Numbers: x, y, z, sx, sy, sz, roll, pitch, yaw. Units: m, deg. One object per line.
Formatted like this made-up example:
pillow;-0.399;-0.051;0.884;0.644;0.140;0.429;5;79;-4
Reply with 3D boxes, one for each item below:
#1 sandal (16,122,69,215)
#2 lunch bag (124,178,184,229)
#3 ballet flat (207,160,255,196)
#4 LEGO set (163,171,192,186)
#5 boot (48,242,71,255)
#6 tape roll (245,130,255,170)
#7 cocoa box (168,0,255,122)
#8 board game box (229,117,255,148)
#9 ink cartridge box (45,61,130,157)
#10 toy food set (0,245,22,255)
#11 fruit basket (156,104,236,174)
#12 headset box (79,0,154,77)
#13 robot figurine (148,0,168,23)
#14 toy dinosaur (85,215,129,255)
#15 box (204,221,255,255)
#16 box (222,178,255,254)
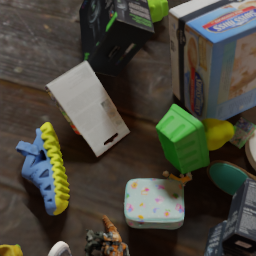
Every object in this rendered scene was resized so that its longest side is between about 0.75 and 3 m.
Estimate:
sandal;-2.226;1.095;7.285;1.095;1.000;2.516;-18;58;-8
lunch bag;0.620;1.892;6.919;1.498;0.577;1.202;0;52;5
ballet flat;3.013;1.418;7.179;2.245;0.812;0.761;25;108;3
LEGO set;1.282;1.368;7.351;0.829;0.308;0.381;5;44;-16
boot;-1.241;3.026;5.999;0.694;1.536;0.559;24;49;22
tape roll;4.234;0.612;7.787;1.840;0.336;1.840;0;66;0
cocoa box;2.334;-1.733;7.265;1.856;2.784;1.827;-24;50;-9
board game box;3.157;0.133;7.837;0.506;0.110;0.752;40;95;27
ink cartridge box;-1.106;-0.506;7.866;1.284;0.593;2.357;-37;106;-18
toy food set;-3.198;2.864;6.410;1.888;1.111;0.617;-6;32;15
fruit basket;1.684;0.176;6.873;1.731;1.731;1.249;-32;43;-13
headset box;-0.461;-3.078;8.247;1.182;2.218;2.548;7;64;-31
robot figurine;0.609;-3.981;9.516;1.446;0.837;1.269;-15;45;-6
toy dinosaur;-0.507;2.748;6.594;0.987;1.454;0.743;2;103;-13
box;2.201;3.063;6.208;0.859;1.191;1.604;18;64;9
box;2.385;1.757;5.508;0.625;1.201;1.094;17;64;15
